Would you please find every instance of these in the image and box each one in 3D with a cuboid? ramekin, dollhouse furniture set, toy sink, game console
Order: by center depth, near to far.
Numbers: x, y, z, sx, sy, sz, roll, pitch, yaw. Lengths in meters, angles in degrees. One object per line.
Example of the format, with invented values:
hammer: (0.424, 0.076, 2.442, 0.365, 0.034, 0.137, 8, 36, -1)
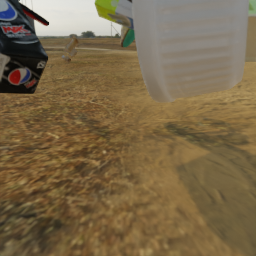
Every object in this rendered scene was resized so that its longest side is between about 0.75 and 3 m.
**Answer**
ramekin: (1.130, -1.891, 4.509, 1.382, 2.968, 2.968, 1, 18, 19)
game console: (-2.525, -3.352, 6.799, 1.386, 0.955, 1.609, 25, 11, -41)
toy sink: (2.832, -3.235, 8.775, 2.810, 1.574, 1.832, 1, 46, 1)
dollhouse furniture set: (-2.433, -3.222, 11.148, 0.501, 0.874, 1.025, 35, -5, 8)

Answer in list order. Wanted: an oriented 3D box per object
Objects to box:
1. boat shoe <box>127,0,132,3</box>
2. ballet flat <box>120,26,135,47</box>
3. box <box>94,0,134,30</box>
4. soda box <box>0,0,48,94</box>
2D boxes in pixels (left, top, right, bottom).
boat shoe: (0.272, -3.624, 7.408, 0.785, 0.886, 2.421, -14, 42, -33)
ballet flat: (0.247, -4.412, 11.288, 0.800, 2.380, 0.810, 43, 19, 19)
box: (0.154, -3.885, 9.763, 2.503, 0.597, 1.526, 21, 6, -2)
soda box: (-2.514, -1.914, 5.429, 0.853, 0.954, 2.695, -5, 53, -43)
